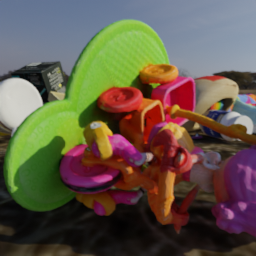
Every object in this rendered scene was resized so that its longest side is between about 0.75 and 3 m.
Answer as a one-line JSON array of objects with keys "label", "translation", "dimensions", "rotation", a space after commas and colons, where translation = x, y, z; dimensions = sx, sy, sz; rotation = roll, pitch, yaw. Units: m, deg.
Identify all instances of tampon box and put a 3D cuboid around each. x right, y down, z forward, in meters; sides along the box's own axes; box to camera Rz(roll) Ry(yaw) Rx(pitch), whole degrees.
[{"label": "tampon box", "translation": [-3.528, -1.513, 11.693], "dimensions": [1.607, 2.144, 1.354], "rotation": [4, 31, 22]}]

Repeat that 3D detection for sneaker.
[{"label": "sneaker", "translation": [4.528, -0.422, 8.329], "dimensions": [2.849, 1.167, 1.053], "rotation": [0, 9, 4]}]

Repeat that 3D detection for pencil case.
[{"label": "pencil case", "translation": [3.526, -0.718, 10.603], "dimensions": [2.878, 1.272, 1.272], "rotation": [-1, 7, -19]}]

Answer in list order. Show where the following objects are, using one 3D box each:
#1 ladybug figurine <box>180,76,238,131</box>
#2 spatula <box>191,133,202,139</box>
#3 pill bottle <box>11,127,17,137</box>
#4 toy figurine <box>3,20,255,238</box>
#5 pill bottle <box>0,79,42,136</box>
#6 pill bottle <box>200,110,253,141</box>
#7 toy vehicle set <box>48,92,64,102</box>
[{"label": "ladybug figurine", "translation": [2.313, -0.817, 8.531], "dimensions": [2.862, 1.942, 1.029], "rotation": [-4, 49, -54]}, {"label": "spatula", "translation": [1.864, 0.211, 7.569], "dimensions": [0.279, 0.101, 0.986], "rotation": [-6, 5, 15]}, {"label": "pill bottle", "translation": [-1.607, 0.254, 5.344], "dimensions": [1.095, 0.598, 0.598], "rotation": [-1, 8, -14]}, {"label": "toy figurine", "translation": [0.737, 0.178, 2.678], "dimensions": [2.580, 2.105, 2.804], "rotation": [17, 38, 35]}, {"label": "pill bottle", "translation": [-3.348, -0.407, 7.017], "dimensions": [2.309, 1.261, 1.261], "rotation": [-8, 2, 32]}, {"label": "pill bottle", "translation": [2.515, -0.065, 7.246], "dimensions": [0.744, 0.744, 1.285], "rotation": [-3, 8, -20]}, {"label": "toy vehicle set", "translation": [-1.378, -0.736, 10.133], "dimensions": [2.580, 0.342, 1.603], "rotation": [4, 23, -38]}]
